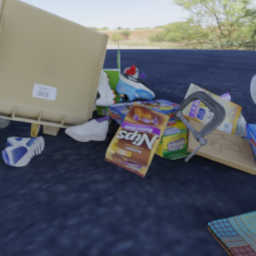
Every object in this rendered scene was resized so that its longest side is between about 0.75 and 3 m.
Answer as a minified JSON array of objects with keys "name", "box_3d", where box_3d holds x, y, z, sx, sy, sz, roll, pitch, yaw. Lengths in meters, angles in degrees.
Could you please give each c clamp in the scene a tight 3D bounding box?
[{"name":"c clamp","box_3d":[1.409,-0.172,5.985,0.198,1.249,1.463,36,20,-35]}]

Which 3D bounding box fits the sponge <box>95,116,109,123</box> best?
[{"name":"sponge","box_3d":[-0.956,-0.175,8.885,0.529,0.141,0.948,-16,9,14]}]

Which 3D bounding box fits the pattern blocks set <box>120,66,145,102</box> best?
[{"name":"pattern blocks set","box_3d":[-0.116,-1.645,11.040,1.563,1.779,0.144,23,36,-55]}]

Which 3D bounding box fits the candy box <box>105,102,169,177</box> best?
[{"name":"candy box","box_3d":[0.235,0.213,6.247,0.922,0.446,1.581,23,53,6]}]

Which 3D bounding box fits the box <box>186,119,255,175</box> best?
[{"name":"box","box_3d":[2.155,0.406,6.593,1.593,0.169,1.302,20,31,1]}]

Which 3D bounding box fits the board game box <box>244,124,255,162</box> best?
[{"name":"board game box","box_3d":[4.271,0.532,6.589,2.567,0.578,1.952,4,20,11]}]

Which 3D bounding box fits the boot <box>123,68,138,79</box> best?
[{"name":"boot","box_3d":[0.102,-2.347,13.047,0.806,1.047,2.190,31,1,-26]}]

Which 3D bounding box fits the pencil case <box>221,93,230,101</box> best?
[{"name":"pencil case","box_3d":[3.891,-1.165,11.667,0.416,0.424,0.992,18,25,37]}]

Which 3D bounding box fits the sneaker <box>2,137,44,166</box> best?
[{"name":"sneaker","box_3d":[-2.692,0.548,6.778,0.759,0.531,1.313,1,12,13]}]

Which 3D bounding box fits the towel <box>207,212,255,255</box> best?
[{"name":"towel","box_3d":[2.458,1.603,3.957,2.142,0.232,1.571,-8,19,-14]}]

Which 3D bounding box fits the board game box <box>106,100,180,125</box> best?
[{"name":"board game box","box_3d":[0.512,-0.470,8.062,1.982,0.342,1.342,-8,19,-23]}]

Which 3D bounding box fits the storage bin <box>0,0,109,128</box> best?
[{"name":"storage bin","box_3d":[-2.281,-1.578,7.519,2.862,2.841,1.341,10,5,-36]}]

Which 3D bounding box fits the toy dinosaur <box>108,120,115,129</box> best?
[{"name":"toy dinosaur","box_3d":[-0.726,-0.031,8.685,0.485,0.261,1.101,-8,11,31]}]

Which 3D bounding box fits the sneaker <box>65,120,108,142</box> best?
[{"name":"sneaker","box_3d":[-1.037,0.023,7.250,1.272,0.479,0.563,1,59,30]}]

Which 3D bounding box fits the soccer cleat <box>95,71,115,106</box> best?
[{"name":"soccer cleat","box_3d":[-0.838,-1.219,8.301,0.607,0.542,1.564,-7,44,-17]}]

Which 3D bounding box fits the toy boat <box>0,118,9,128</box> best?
[{"name":"toy boat","box_3d":[-3.488,-1.045,8.692,1.887,1.043,2.244,32,75,19]}]

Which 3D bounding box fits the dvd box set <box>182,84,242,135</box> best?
[{"name":"dvd box set","box_3d":[2.243,-0.450,7.698,1.587,0.233,1.161,25,59,3]}]

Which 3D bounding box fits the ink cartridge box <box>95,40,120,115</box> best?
[{"name":"ink cartridge box","box_3d":[-0.698,-1.708,9.842,0.831,2.194,1.622,-1,-14,-3]}]

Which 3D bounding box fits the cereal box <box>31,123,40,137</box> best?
[{"name":"cereal box","box_3d":[-2.786,-0.179,8.481,0.179,0.652,0.906,6,18,-13]}]

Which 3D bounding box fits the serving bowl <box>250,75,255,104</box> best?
[{"name":"serving bowl","box_3d":[4.978,-0.700,8.244,2.834,0.932,2.834,19,-1,0]}]

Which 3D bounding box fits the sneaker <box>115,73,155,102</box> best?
[{"name":"sneaker","box_3d":[0.173,-1.122,8.529,1.557,0.700,0.610,17,28,-46]}]

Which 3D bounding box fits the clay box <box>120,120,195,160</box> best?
[{"name":"clay box","box_3d":[0.949,0.135,7.685,1.378,0.571,2.398,-10,20,-30]}]

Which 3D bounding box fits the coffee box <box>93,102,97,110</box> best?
[{"name":"coffee box","box_3d":[-1.549,-1.351,11.161,1.082,1.094,1.092,-3,19,-6]}]

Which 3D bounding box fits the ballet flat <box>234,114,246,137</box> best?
[{"name":"ballet flat","box_3d":[3.329,-0.367,8.890,0.816,0.816,2.273,3,20,8]}]

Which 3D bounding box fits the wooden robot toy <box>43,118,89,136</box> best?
[{"name":"wooden robot toy","box_3d":[-1.817,-0.514,9.112,1.111,1.078,2.448,13,21,2]}]
